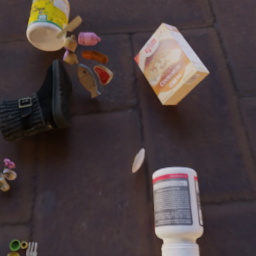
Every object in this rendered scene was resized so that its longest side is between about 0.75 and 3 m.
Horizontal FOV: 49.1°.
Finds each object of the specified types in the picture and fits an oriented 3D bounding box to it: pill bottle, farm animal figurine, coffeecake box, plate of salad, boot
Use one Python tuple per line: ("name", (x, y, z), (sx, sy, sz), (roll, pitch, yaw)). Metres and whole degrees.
("pill bottle", (1.427, 2.475, 8.115), (1.335, 1.335, 2.412), (0, 65, 0))
("farm animal figurine", (-4.226, 1.526, 9.009), (1.278, 0.643, 1.032), (1, 84, -3))
("coffeecake box", (1.469, -2.233, 10.003), (0.826, 1.735, 2.260), (-3, 57, -45))
("plate of salad", (0.303, 1.047, 9.068), (0.200, 0.831, 0.831), (23, 67, 19))
("pill bottle", (-3.147, -4.541, 11.274), (1.450, 1.450, 2.571), (1, 66, 0))
("boot", (-3.251, -1.045, 9.852), (2.296, 1.156, 3.072), (-13, 52, 8))

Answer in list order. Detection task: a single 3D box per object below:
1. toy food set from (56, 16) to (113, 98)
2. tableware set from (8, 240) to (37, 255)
("toy food set", (-1.460, -2.443, 9.816), (1.640, 0.406, 2.580), (-31, 99, 26))
("tableware set", (-3.150, 3.927, 8.089), (0.852, 0.194, 1.265), (3, 66, 2))
